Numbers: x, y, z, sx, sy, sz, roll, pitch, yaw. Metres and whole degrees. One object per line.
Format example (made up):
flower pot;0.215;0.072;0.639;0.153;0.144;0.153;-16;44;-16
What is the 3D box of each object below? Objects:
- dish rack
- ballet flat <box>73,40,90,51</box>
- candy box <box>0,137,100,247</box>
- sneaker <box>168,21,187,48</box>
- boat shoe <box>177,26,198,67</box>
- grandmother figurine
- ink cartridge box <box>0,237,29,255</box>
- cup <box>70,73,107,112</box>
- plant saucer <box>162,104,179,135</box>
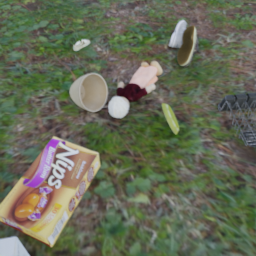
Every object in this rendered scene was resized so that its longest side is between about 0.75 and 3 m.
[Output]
dish rack;4.583;-0.245;9.970;2.000;0.711;2.607;-6;51;-4
ballet flat;-2.237;-4.075;13.566;0.359;0.332;1.064;27;54;22
candy box;-2.179;1.707;8.130;1.653;0.800;2.832;19;53;15
sneaker;2.609;-4.538;13.864;0.799;0.728;1.949;24;59;2
boat shoe;2.875;-3.684;12.894;0.850;0.753;2.323;-11;54;46
grandmother figurine;0.264;-1.490;10.951;1.806;0.902;2.978;-2;40;48
ink cartridge box;-2.848;3.239;5.919;1.525;2.081;0.864;-7;47;-8
cup;-1.627;-1.344;10.610;1.007;1.408;1.408;8;44;39
plant saucer;1.503;-0.344;9.726;0.184;1.182;1.182;-24;46;17
